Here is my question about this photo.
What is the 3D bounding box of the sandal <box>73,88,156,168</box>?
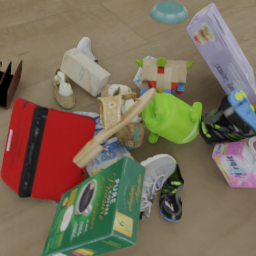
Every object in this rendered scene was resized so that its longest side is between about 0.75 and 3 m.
[{"bbox_3d":[-0.463,-0.283,6.293,2.524,0.925,0.830,-46,103,-9],"label":"sandal"}]

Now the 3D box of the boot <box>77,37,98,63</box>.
[{"bbox_3d":[-1.510,-2.593,10.335,0.873,0.672,1.826,16,59,5],"label":"boot"}]

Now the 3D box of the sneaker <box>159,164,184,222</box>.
[{"bbox_3d":[1.045,1.500,6.720,0.529,0.619,1.493,6,50,3],"label":"sneaker"}]

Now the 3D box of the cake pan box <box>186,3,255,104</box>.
[{"bbox_3d":[2.918,-2.225,8.414,0.746,2.853,2.628,-28,18,33],"label":"cake pan box"}]

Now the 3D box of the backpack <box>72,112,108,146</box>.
[{"bbox_3d":[-1.128,0.058,7.559,1.200,0.970,1.259,8,20,-2],"label":"backpack"}]

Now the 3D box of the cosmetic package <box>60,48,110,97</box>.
[{"bbox_3d":[-1.425,-1.830,9.195,1.517,0.785,0.554,38,45,9],"label":"cosmetic package"}]

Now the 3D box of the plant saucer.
[{"bbox_3d":[1.902,-5.399,12.897,1.799,0.323,1.799,0,49,0],"label":"plant saucer"}]

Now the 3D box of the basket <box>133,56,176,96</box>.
[{"bbox_3d":[0.989,-1.555,9.206,1.445,1.005,1.274,33,51,-17],"label":"basket"}]

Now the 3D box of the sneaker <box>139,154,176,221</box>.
[{"bbox_3d":[0.319,1.584,6.285,2.302,0.860,0.944,-44,44,-8],"label":"sneaker"}]

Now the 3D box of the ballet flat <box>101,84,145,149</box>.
[{"bbox_3d":[-0.107,-0.665,8.216,1.012,0.937,2.870,-1,43,-24],"label":"ballet flat"}]

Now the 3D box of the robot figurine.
[{"bbox_3d":[1.181,-0.230,7.447,1.852,1.625,1.071,25,44,-39],"label":"robot figurine"}]

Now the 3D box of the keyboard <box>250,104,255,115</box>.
[{"bbox_3d":[3.713,-0.499,8.567,0.699,0.113,1.099,3,48,-23],"label":"keyboard"}]

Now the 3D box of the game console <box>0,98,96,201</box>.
[{"bbox_3d":[-2.028,0.531,6.901,1.867,2.166,1.286,20,9,42],"label":"game console"}]

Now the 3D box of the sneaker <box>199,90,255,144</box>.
[{"bbox_3d":[2.384,-0.046,6.809,1.230,2.968,1.052,-24,76,8],"label":"sneaker"}]

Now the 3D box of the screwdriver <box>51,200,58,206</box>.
[{"bbox_3d":[-1.818,1.808,6.809,1.529,0.222,0.213,37,41,17],"label":"screwdriver"}]

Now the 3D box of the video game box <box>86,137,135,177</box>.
[{"bbox_3d":[-0.502,0.922,7.396,1.193,0.307,1.310,-25,49,-17],"label":"video game box"}]

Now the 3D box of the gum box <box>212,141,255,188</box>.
[{"bbox_3d":[2.643,0.927,6.719,0.715,1.260,0.417,-11,36,43],"label":"gum box"}]

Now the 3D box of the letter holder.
[{"bbox_3d":[-3.921,-1.507,8.858,0.726,1.026,1.444,17,51,-17],"label":"letter holder"}]

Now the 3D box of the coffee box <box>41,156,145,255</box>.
[{"bbox_3d":[-0.713,1.691,5.452,0.544,2.473,1.521,34,43,-23],"label":"coffee box"}]

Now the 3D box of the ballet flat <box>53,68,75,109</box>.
[{"bbox_3d":[-2.160,-1.361,9.225,0.600,0.556,1.702,-13,51,-23],"label":"ballet flat"}]

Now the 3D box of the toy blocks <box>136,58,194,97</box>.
[{"bbox_3d":[1.042,-1.408,8.365,1.704,0.852,1.165,4,89,0],"label":"toy blocks"}]

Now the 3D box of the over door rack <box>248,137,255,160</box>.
[{"bbox_3d":[3.282,1.024,6.308,0.579,1.284,1.738,-23,75,23],"label":"over door rack"}]
